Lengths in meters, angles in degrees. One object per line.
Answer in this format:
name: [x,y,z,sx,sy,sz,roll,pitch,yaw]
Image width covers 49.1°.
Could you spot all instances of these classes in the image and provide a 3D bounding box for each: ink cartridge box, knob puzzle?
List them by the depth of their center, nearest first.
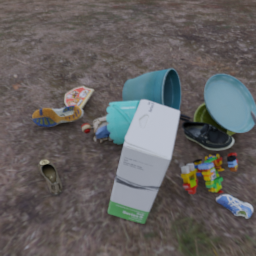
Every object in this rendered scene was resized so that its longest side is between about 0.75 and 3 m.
ink cartridge box: [0.432,1.021,8.290,1.254,2.984,2.178,17,41,4]
knob puzzle: [-2.519,-1.510,13.444,1.561,0.216,1.561,-11,53,15]

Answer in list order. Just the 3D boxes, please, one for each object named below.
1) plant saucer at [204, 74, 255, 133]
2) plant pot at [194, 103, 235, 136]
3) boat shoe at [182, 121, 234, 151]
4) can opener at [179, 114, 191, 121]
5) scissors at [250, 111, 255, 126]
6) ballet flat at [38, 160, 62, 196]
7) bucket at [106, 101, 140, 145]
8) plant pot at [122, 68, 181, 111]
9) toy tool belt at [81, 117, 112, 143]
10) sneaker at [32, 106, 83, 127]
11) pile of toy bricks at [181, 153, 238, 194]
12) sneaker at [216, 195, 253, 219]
plant saucer: [3.722,-0.887,10.346,2.369,0.325,2.369,9,66,-21]
plant pot: [3.858,-0.274,11.417,1.588,1.727,1.727,-12,38,-33]
boat shoe: [2.907,0.179,10.628,0.853,0.757,2.283,-46,31,-9]
can opener: [2.223,-0.508,12.193,1.067,0.338,0.419,12,36,-7]
scissors: [3.919,0.566,7.466,0.184,0.965,2.639,14,62,-28]
ballet flat: [-2.724,1.631,9.769,0.590,0.406,1.750,-18,41,-21]
bucket: [0.015,-0.225,10.886,1.161,1.785,1.785,-8,34,21]
plant pot: [0.981,-1.445,12.450,2.115,2.251,2.251,3,35,28]
toy tool belt: [-1.003,0.120,11.218,1.574,0.983,0.968,-17,64,-11]
sneaker: [-3.027,-0.474,12.289,2.197,0.827,0.968,-5,-1,4]
pile of toy bricks: [2.833,1.610,9.249,1.318,1.173,2.376,-10,0,41]
sneaker: [3.294,2.434,8.715,1.123,0.425,0.433,17,38,22]
